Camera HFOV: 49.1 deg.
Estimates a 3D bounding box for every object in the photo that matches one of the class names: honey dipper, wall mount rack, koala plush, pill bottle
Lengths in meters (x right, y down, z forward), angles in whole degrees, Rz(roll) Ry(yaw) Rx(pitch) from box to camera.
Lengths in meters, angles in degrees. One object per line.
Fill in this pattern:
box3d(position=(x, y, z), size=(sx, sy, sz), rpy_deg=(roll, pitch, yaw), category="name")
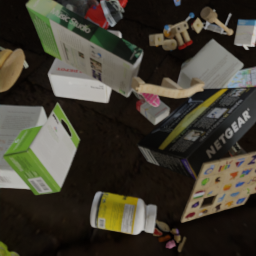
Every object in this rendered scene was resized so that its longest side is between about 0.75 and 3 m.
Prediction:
box3d(position=(3.366, -3.886, 10.413), size=(2.098, 0.398, 0.398), rpy_deg=(7, 40, -48), category="honey dipper")
box3d(position=(4.255, -5.017, 13.335), size=(1.361, 0.508, 1.183), rpy_deg=(23, 57, 15), category="wall mount rack")
box3d(position=(-1.903, -3.888, 9.411), size=(1.737, 1.596, 1.540), rpy_deg=(2, 27, 45), category="koala plush")
box3d(position=(-0.110, 2.340, 7.617), size=(1.683, 0.946, 0.946), rpy_deg=(9, 54, 5), category="pill bottle")

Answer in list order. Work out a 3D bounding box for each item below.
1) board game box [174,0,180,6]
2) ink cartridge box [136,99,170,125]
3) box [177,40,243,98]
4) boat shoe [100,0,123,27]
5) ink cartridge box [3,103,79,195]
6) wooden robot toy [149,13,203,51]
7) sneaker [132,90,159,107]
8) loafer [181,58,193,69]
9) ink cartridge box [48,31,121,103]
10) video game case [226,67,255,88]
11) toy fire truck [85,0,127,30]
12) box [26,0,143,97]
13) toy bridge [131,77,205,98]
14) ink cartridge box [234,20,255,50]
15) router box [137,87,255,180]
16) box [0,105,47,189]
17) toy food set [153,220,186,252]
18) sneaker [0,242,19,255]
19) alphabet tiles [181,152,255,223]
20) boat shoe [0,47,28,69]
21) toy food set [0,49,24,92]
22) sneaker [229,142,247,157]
box3d(position=(1.670, -4.972, 9.891), size=(0.189, 1.031, 0.780), rpy_deg=(-13, 76, 6), category="board game box")
box3d(position=(0.893, -0.687, 10.180), size=(0.737, 0.419, 1.012), rpy_deg=(-34, 60, -22), category="ink cartridge box")
box3d(position=(2.233, -1.446, 7.900), size=(1.116, 1.296, 1.303), rpy_deg=(44, 85, 11), category="box")
box3d(position=(-0.408, -3.129, 7.380), size=(0.458, 0.496, 1.342), rpy_deg=(-29, 35, 12), category="boat shoe")
box3d(position=(-1.968, 0.480, 6.825), size=(0.692, 1.350, 1.827), rpy_deg=(-12, 35, 19), category="ink cartridge box")
box3d(position=(1.996, -4.142, 12.610), size=(2.788, 1.228, 1.265), rpy_deg=(-32, 24, -21), category="wooden robot toy")
box3d(position=(0.537, -1.045, 8.922), size=(1.111, 0.486, 0.410), rpy_deg=(37, 80, 8), category="sneaker")
box3d(position=(3.222, -2.387, 11.213), size=(2.086, 0.784, 0.726), rpy_deg=(20, 60, 14), category="loafer")
box3d(position=(-1.565, -2.537, 11.035), size=(2.136, 1.233, 2.936), rpy_deg=(8, 54, 6), category="ink cartridge box")
box3d(position=(3.492, -1.438, 8.537), size=(1.536, 0.134, 1.098), rpy_deg=(-9, 36, 27), category="video game case")
box3d(position=(-0.373, -4.130, 8.523), size=(0.658, 1.904, 2.701), rpy_deg=(33, 65, -4), category="toy fire truck")
box3d(position=(-1.058, -2.000, 7.235), size=(2.854, 2.060, 0.519), rpy_deg=(28, 75, 2), category="box")
box3d(position=(0.782, -0.716, 5.019), size=(1.509, 0.205, 0.507), rpy_deg=(-6, 35, -28), category="toy bridge")
box3d(position=(3.694, -2.898, 8.769), size=(0.522, 0.834, 0.536), rpy_deg=(16, 17, 32), category="ink cartridge box")
box3d(position=(1.562, -0.010, 6.162), size=(2.304, 0.602, 1.812), rpy_deg=(-40, 22, -18), category="router box")
box3d(position=(-3.638, 0.562, 8.733), size=(1.787, 1.248, 2.347), rpy_deg=(3, 54, 2), category="box")
box3d(position=(1.075, 2.954, 7.656), size=(0.936, 0.147, 0.595), rpy_deg=(23, 57, 16), category="toy food set")
box3d(position=(-2.993, 3.621, 6.914), size=(1.857, 0.703, 0.975), rpy_deg=(22, 68, 25), category="sneaker")
box3d(position=(1.775, 0.957, 4.736), size=(1.696, 1.418, 0.064), rpy_deg=(-9, 40, -21), category="alphabet tiles")
box3d(position=(-4.957, -2.809, 11.591), size=(2.004, 0.748, 0.624), rpy_deg=(24, 62, 23), category="boat shoe")
box3d(position=(-3.729, -1.774, 8.680), size=(0.376, 1.529, 1.544), rpy_deg=(28, 25, -9), category="toy food set")
box3d(position=(2.473, 0.472, 6.542), size=(0.304, 0.323, 0.788), rpy_deg=(-38, 53, -7), category="sneaker")
